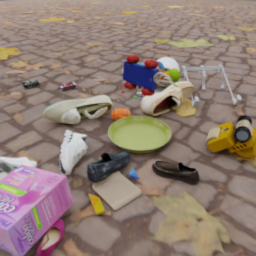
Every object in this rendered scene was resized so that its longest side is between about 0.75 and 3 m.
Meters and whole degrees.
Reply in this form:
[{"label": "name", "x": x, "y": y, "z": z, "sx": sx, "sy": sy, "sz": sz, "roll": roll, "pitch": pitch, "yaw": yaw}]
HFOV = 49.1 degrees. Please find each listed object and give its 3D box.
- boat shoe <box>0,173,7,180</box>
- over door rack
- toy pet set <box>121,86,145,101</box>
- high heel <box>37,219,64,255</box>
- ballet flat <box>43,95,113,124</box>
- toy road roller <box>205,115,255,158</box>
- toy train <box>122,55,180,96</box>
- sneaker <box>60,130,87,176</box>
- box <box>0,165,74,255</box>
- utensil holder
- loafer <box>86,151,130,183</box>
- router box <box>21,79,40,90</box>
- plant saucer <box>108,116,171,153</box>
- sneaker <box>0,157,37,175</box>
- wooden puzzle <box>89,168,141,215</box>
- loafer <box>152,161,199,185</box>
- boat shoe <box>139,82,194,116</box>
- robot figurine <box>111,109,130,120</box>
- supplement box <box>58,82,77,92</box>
[{"label": "boat shoe", "x": -4.121, "y": 1.767, "z": 8.181, "sx": 1.326, "sy": 0.410, "sz": 0.497, "roll": -31, "pitch": 59, "yaw": -27}, {"label": "over door rack", "x": 3.895, "y": -1.982, "z": 13.779, "sx": 2.178, "sy": 0.982, "sz": 2.948, "roll": -4, "pitch": 46, "yaw": -3}, {"label": "toy pet set", "x": 0.537, "y": -2.081, "z": 13.979, "sx": 1.380, "sy": 0.733, "sz": 1.288, "roll": 27, "pitch": 41, "yaw": 35}, {"label": "high heel", "x": -1.805, "y": 2.593, "z": 6.696, "sx": 0.410, "sy": 0.585, "sz": 1.216, "roll": 14, "pitch": 35, "yaw": -2}, {"label": "ballet flat", "x": -1.964, "y": -0.692, "z": 11.673, "sx": 2.995, "sy": 1.040, "sz": 1.040, "roll": -18, "pitch": 37, "yaw": -27}, {"label": "toy road roller", "x": 3.765, "y": 0.497, "z": 9.870, "sx": 1.738, "sy": 1.268, "sz": 1.068, "roll": -25, "pitch": 16, "yaw": 36}, {"label": "toy train", "x": 1.182, "y": -1.728, "z": 9.593, "sx": 1.602, "sy": 1.172, "sz": 2.769, "roll": -12, "pitch": 27, "yaw": -36}, {"label": "sneaker", "x": -1.838, "y": 0.791, "z": 9.492, "sx": 0.858, "sy": 0.795, "sz": 2.117, "roll": 6, "pitch": 33, "yaw": -6}, {"label": "box", "x": -2.726, "y": 1.977, "z": 7.133, "sx": 1.717, "sy": 0.944, "sz": 1.952, "roll": 8, "pitch": 33, "yaw": 29}, {"label": "utensil holder", "x": 1.843, "y": -2.610, "z": 14.082, "sx": 1.542, "sy": 1.542, "sz": 1.815, "roll": 6, "pitch": 32, "yaw": 9}, {"label": "loafer", "x": -0.574, "y": 1.069, "z": 8.867, "sx": 0.646, "sy": 0.668, "sz": 1.902, "roll": 0, "pitch": 17, "yaw": 37}, {"label": "router box", "x": -5.147, "y": -2.305, "z": 14.782, "sx": 0.795, "sy": 0.247, "sz": 0.596, "roll": -16, "pitch": 36, "yaw": -25}, {"label": "plant saucer", "x": 0.427, "y": 0.273, "z": 10.612, "sx": 2.362, "sy": 0.367, "sz": 2.362, "roll": -1, "pitch": 32, "yaw": 0}, {"label": "sneaker", "x": -3.598, "y": 1.194, "z": 9.123, "sx": 1.327, "sy": 0.517, "sz": 0.659, "roll": 15, "pitch": 28, "yaw": 6}, {"label": "wooden puzzle", "x": -0.356, "y": 1.858, "z": 8.282, "sx": 1.807, "sy": 0.211, "sz": 1.219, "roll": -19, "pitch": 41, "yaw": -27}, {"label": "loafer", "x": 1.509, "y": 1.274, "z": 8.845, "sx": 1.551, "sy": 0.553, "sz": 0.566, "roll": 12, "pitch": 34, "yaw": 19}, {"label": "boat shoe", "x": 1.914, "y": -1.204, "z": 12.432, "sx": 2.821, "sy": 1.040, "sz": 0.976, "roll": -25, "pitch": 42, "yaw": -20}, {"label": "robot figurine", "x": -0.281, "y": -0.558, "z": 11.830, "sx": 0.822, "sy": 0.479, "sz": 0.591, "roll": -5, "pitch": -7, "yaw": -7}, {"label": "supplement box", "x": -3.129, "y": -2.132, "z": 14.511, "sx": 0.819, "sy": 0.249, "sz": 0.446, "roll": -19, "pitch": 37, "yaw": -25}]
